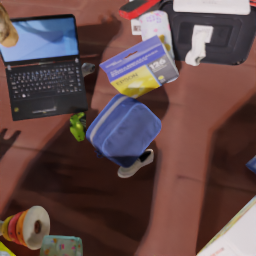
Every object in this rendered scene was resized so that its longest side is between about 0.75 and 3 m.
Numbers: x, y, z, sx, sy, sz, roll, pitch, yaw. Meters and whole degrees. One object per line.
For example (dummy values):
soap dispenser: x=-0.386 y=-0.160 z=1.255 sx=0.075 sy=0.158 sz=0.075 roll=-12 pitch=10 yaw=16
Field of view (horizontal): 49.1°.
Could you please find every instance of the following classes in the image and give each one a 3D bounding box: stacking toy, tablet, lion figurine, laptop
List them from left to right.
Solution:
lion figurine: x=-2.342 y=-1.842 z=4.981 sx=0.731 sy=2.017 sz=1.235 roll=-41 pitch=93 yaw=4
stacking toy: x=-2.149 y=1.951 z=5.422 sx=1.075 sy=0.785 sz=0.785 roll=-10 pitch=47 yaw=16
laptop: x=-2.195 y=-1.478 z=7.181 sx=2.046 sy=1.192 sz=2.308 roll=-8 pitch=89 yaw=-9
tablet: x=2.315 y=-3.674 z=7.870 sx=2.018 sy=0.138 sz=1.313 roll=5 pitch=58 yaw=6

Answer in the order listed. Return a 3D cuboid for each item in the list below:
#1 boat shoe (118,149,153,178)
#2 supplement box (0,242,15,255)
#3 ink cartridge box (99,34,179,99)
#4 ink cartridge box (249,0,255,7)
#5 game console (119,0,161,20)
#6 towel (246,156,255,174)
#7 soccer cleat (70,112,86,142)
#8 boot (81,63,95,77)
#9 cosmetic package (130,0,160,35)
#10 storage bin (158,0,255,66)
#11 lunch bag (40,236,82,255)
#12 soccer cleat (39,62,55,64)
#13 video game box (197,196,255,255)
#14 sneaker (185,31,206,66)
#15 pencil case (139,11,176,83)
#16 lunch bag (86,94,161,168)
boat shoe: x=0.193 y=0.804 z=6.552 sx=0.992 sy=0.326 sz=0.357 roll=-24 pitch=53 yaw=-20
supplement box: x=-1.773 y=2.456 z=3.163 sx=2.812 sy=1.540 sz=1.530 roll=29 pitch=74 yaw=23
ink cartridge box: x=0.343 y=-1.421 z=7.066 sx=1.560 sy=1.579 sz=0.371 roll=-24 pitch=64 yaw=18
ink cartridge box: x=3.885 y=-4.114 z=8.071 sx=1.483 sy=0.438 sz=1.853 roll=30 pitch=57 yaw=23
game console: x=0.470 y=-3.798 z=8.496 sx=1.435 sy=0.252 sz=1.623 roll=-31 pitch=30 yaw=1
towel: x=3.752 y=0.823 z=6.631 sx=1.607 sy=0.191 sz=1.180 roll=-30 pitch=54 yaw=-23
soccer cleat: x=-1.264 y=-0.049 z=7.216 sx=0.413 sy=0.496 sz=1.223 roll=-17 pitch=22 yaw=3
boot: x=-1.310 y=-1.812 z=8.875 sx=0.367 sy=0.282 sz=0.767 roll=7 pitch=48 yaw=14
cosmetic package: x=1.014 y=-4.888 z=10.531 sx=1.842 sy=1.843 sz=2.234 roll=-3 pitch=49 yaw=-2
storage bin: x=2.455 y=-3.341 z=9.060 sx=2.987 sy=2.019 sz=1.400 roll=6 pitch=49 yaw=6
lunch bag: x=-1.171 y=2.291 z=4.927 sx=0.679 sy=0.486 sz=0.797 roll=2 pitch=88 yaw=8
soccer cleat: x=-2.540 y=-1.621 z=8.443 sx=0.825 sy=0.737 sz=2.127 roll=-12 pitch=53 yaw=-9
video game box: x=2.207 y=1.451 z=4.676 sx=2.232 sy=2.033 sz=0.522 roll=-35 pitch=61 yaw=-19
sneaker: x=2.097 y=-2.285 z=8.166 sx=0.400 sy=1.026 sz=0.510 roll=-6 pitch=35 yaw=-35
pencil case: x=0.868 y=-2.284 z=8.146 sx=0.848 sy=0.925 sz=2.039 roll=-10 pitch=92 yaw=-10
lunch bag: x=-0.176 y=0.082 z=6.414 sx=1.567 sy=1.064 sz=1.037 roll=-50 pitch=36 yaw=-5
